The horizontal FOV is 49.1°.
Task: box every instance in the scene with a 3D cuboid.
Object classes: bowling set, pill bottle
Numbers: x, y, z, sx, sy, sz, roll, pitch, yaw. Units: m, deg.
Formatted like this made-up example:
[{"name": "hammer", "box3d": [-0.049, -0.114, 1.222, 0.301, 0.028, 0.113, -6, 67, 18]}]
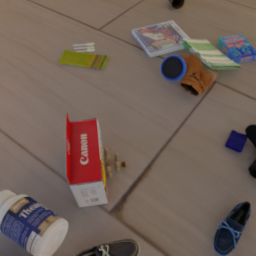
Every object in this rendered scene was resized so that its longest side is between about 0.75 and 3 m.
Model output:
[{"name": "bowling set", "box3d": [-0.467, 1.214, 10.315, 0.817, 0.630, 1.174, -9, 52, -7]}, {"name": "pill bottle", "box3d": [-3.114, 2.859, 8.575, 2.313, 1.284, 1.284, 25, 56, 18]}]

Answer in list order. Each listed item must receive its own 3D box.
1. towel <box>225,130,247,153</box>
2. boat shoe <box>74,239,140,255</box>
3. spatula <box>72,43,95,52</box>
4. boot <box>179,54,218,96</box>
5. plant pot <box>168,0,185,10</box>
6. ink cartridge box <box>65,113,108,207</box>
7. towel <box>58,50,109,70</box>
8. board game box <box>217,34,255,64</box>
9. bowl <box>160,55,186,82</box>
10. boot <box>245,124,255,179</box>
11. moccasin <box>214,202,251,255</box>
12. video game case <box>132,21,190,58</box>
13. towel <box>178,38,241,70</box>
[{"name": "towel", "box3d": [4.300, 0.545, 11.129, 0.675, 0.226, 0.914, 23, 53, 22]}, {"name": "boat shoe", "box3d": [-0.788, 3.842, 8.136, 2.434, 0.763, 0.884, -16, 53, -12]}, {"name": "spatula", "box3d": [-2.397, -4.301, 15.050, 1.187, 0.095, 0.825, -5, 53, -4]}, {"name": "boot", "box3d": [2.896, -2.486, 13.246, 2.251, 0.863, 1.748, 37, 63, 17]}, {"name": "plant pot", "box3d": [2.951, -8.042, 17.577, 0.925, 0.925, 0.916, -12, 44, -10]}, {"name": "ink cartridge box", "box3d": [-1.392, 1.008, 9.439, 1.060, 2.220, 2.529, -8, 53, -3]}, {"name": "towel", "box3d": [-2.277, -3.514, 14.345, 2.422, 0.219, 1.042, 10, 51, 8]}, {"name": "board game box", "box3d": [5.748, -4.168, 14.734, 1.386, 0.410, 1.822, -12, 52, -9]}, {"name": "bowl", "box3d": [2.086, -2.789, 13.087, 1.204, 1.204, 0.236, -1, 18, -1]}, {"name": "boot", "box3d": [4.915, 0.981, 10.334, 2.059, 0.786, 1.730, 43, 59, 17]}, {"name": "moccasin", "box3d": [3.251, 3.049, 8.809, 0.783, 0.663, 1.945, 25, 55, 24]}, {"name": "video game case", "box3d": [1.872, -4.969, 15.442, 2.651, 0.305, 2.416, -19, 54, -14]}, {"name": "towel", "box3d": [4.053, -3.749, 14.038, 2.092, 0.321, 2.743, -8, 44, -31]}]
